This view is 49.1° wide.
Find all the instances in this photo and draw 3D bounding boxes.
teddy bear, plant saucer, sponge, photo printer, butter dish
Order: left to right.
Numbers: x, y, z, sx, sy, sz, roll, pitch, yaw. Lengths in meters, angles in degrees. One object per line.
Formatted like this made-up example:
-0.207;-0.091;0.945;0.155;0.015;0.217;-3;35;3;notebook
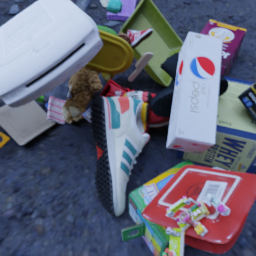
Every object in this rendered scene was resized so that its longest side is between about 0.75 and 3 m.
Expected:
-1.835;-1.706;5.855;2.317;0.967;2.785;-36;41;-1;photo printer
-1.342;-1.282;8.670;0.834;1.811;2.497;22;57;-24;teddy bear
-0.257;-5.808;13.459;1.201;0.321;2.152;5;50;4;sponge
0.786;-2.885;9.576;0.579;2.413;2.417;-19;35;46;plant saucer
1.402;1.585;5.028;1.663;1.233;1.668;2;30;44;butter dish

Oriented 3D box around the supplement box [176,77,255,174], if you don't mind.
2.712;-0.168;7.941;2.196;1.474;2.194;13;51;11;supplement box

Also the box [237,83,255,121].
3.872;-0.309;6.881;1.711;0.529;2.143;-28;79;-36;box

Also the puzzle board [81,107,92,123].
-0.820;-0.308;7.800;0.805;0.070;0.606;37;58;20;puzzle board

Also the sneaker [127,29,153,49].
0.289;-2.678;7.958;0.309;0.868;0.488;-13;78;-49;sneaker

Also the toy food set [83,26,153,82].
-0.547;-2.240;7.904;2.253;1.325;0.736;18;51;-15;toy food set

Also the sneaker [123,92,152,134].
0.173;-0.126;7.710;0.795;1.934;0.753;11;28;13;sneaker

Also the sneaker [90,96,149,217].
-0.059;0.656;6.708;1.369;2.929;1.031;-8;9;-27;sneaker

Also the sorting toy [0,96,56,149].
-3.184;-0.220;8.524;1.455;0.352;2.584;42;49;9;sorting toy

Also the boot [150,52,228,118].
1.375;-1.306;7.527;2.191;0.811;1.795;-20;45;-4;boot

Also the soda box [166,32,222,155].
1.454;-0.766;6.102;0.800;0.856;2.512;11;70;-1;soda box

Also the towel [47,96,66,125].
-2.229;-0.551;8.813;0.599;0.122;0.818;17;62;-36;towel

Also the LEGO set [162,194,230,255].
0.754;1.493;3.966;1.433;0.534;0.659;-55;42;-3;LEGO set

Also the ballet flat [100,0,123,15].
-0.549;-3.695;8.083;0.521;0.499;1.481;6;35;-20;ballet flat

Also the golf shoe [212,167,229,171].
2.272;1.262;7.525;1.108;0.434;0.538;12;34;3;golf shoe

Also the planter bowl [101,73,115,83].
-0.530;-2.309;9.055;0.658;1.579;1.579;-15;51;-17;planter bowl

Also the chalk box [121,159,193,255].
0.855;1.960;6.256;2.148;1.341;1.331;-27;55;-20;chalk box

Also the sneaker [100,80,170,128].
0.181;-0.691;7.889;2.483;1.434;0.973;-1;69;36;sneaker

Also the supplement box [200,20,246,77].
3.138;-2.701;10.287;1.469;1.140;2.662;23;54;18;supplement box
